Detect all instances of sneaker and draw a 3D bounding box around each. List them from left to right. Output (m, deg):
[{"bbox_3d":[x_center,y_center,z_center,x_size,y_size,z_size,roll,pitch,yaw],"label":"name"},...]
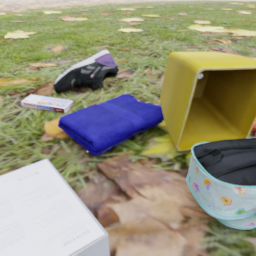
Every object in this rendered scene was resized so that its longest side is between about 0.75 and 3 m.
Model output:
[{"bbox_3d":[-1.663,-2.061,11.531,2.842,1.076,1.244,-34,84,-14],"label":"sneaker"}]

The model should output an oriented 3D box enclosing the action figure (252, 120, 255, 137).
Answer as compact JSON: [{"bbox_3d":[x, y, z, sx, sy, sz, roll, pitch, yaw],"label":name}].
[{"bbox_3d":[4.380,-0.357,9.232,0.751,0.593,2.296,9,37,25],"label":"action figure"}]

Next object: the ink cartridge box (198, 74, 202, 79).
[{"bbox_3d":[3.443,-1.715,10.557,1.489,1.482,2.049,2,31,3],"label":"ink cartridge box"}]

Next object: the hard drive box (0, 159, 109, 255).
[{"bbox_3d":[-1.825,1.875,5.128,1.957,0.964,2.511,-21,37,-30],"label":"hard drive box"}]

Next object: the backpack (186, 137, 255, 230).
[{"bbox_3d":[2.262,1.090,5.819,2.060,1.579,1.811,4,28,-15],"label":"backpack"}]

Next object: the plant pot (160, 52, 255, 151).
[{"bbox_3d":[2.209,-1.042,8.094,2.415,2.415,2.130,-5,37,-19],"label":"plant pot"}]

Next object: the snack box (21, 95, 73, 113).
[{"bbox_3d":[-3.014,-0.908,10.439,1.815,0.221,0.653,10,33,16],"label":"snack box"}]

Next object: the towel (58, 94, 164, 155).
[{"bbox_3d":[-0.469,-0.194,8.896,2.925,0.725,2.160,-23,34,-34],"label":"towel"}]
